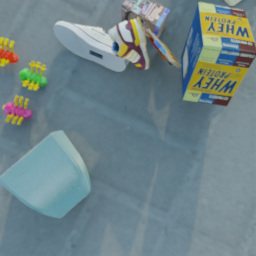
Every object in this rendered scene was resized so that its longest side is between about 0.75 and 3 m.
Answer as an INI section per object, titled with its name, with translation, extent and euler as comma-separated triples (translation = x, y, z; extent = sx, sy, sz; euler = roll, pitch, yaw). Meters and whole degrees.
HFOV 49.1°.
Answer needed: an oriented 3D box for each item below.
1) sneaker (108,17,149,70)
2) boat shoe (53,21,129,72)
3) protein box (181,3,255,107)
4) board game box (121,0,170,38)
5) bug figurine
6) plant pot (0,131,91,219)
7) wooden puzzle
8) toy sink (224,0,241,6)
[sneaker]
translation = 0.035, -2.312, 8.112
extent = 0.986, 2.189, 0.820
euler = -14, 70, 5
[boat shoe]
translation = -1.056, -2.730, 8.847
extent = 2.587, 0.917, 0.903
euler = 26, 57, 6
[protein box]
translation = 2.343, -1.996, 7.752
extent = 1.309, 1.927, 1.941
euler = 8, 52, -2
[board game box]
translation = 0.513, -3.470, 8.740
extent = 1.324, 1.056, 0.641
euler = 31, 85, 4
[bug figurine]
translation = -3.779, -1.242, 8.679
extent = 2.143, 0.711, 2.764
euler = 21, 80, -4
[plant pot]
translation = -2.053, 1.383, 7.881
extent = 1.851, 1.846, 1.885
euler = -41, 94, -4
[wooden puzzle]
translation = 1.006, -2.212, 8.063
extent = 0.227, 1.945, 1.312
euler = -40, 73, 18
[toy sink]
translation = 3.247, -5.592, 8.755
extent = 1.727, 1.484, 2.649
euler = -37, 85, -4
